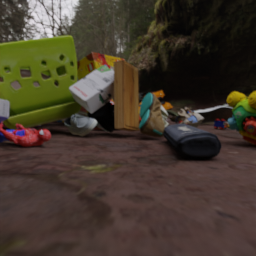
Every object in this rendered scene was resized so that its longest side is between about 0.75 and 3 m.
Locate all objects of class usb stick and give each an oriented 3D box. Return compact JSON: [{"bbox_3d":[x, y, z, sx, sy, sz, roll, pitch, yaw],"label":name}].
[{"bbox_3d":[1.174,0.202,5.676,0.760,0.447,2.741,1,4,3],"label":"usb stick"}]

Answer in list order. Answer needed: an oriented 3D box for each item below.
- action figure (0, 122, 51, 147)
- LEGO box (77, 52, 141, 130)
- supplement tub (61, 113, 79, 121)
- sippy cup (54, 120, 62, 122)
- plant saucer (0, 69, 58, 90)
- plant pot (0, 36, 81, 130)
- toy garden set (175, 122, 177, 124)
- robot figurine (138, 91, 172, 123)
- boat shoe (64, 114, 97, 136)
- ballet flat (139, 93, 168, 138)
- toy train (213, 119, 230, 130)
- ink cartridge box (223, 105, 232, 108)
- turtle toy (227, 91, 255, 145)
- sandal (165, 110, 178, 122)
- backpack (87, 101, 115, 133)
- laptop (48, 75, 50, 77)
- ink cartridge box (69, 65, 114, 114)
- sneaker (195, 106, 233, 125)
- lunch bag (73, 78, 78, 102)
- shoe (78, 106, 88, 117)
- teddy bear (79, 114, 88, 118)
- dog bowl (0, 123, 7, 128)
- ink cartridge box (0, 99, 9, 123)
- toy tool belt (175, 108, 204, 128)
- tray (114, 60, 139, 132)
[{"bbox_3d":[-2.629,0.145,6.279,2.207,0.570,0.722,4,0,25],"label":"action figure"},{"bbox_3d":[-0.754,-1.381,11.068,1.053,2.728,2.032,-21,-8,36],"label":"LEGO box"},{"bbox_3d":[-2.640,-1.345,15.659,2.097,2.097,2.893,2,5,32],"label":"supplement tub"},{"bbox_3d":[-4.213,-0.890,16.702,1.203,1.642,1.290,23,-21,52],"label":"sippy cup"},{"bbox_3d":[-3.404,-1.260,9.636,2.160,0.346,2.160,16,38,-13],"label":"plant saucer"},{"bbox_3d":[-3.118,-1.307,9.262,2.735,2.481,2.721,-16,7,-26],"label":"plant pot"},{"bbox_3d":[3.027,-0.292,14.737,1.002,0.200,0.835,0,2,-13],"label":"toy garden set"},{"bbox_3d":[1.130,-1.100,15.223,2.430,1.762,0.707,-23,-16,-24],"label":"robot figurine"},{"bbox_3d":[-1.484,-0.123,8.254,0.564,0.553,1.584,45,-25,-23],"label":"boat shoe"},{"bbox_3d":[0.786,-0.334,8.153,0.832,0.780,2.299,31,20,-9],"label":"ballet flat"},{"bbox_3d":[3.763,-0.084,10.726,0.535,0.392,0.925,13,-1,-21],"label":"toy train"},{"bbox_3d":[6.699,-0.810,16.014,2.041,1.046,2.762,1,5,9],"label":"ink cartridge box"},{"bbox_3d":[2.932,-0.095,5.967,1.395,0.967,1.914,24,0,-16],"label":"turtle toy"},{"bbox_3d":[2.255,-0.443,13.293,1.443,0.412,0.573,31,-6,23],"label":"sandal"},{"bbox_3d":[-0.738,-0.353,8.843,0.662,0.873,1.046,36,-11,45],"label":"backpack"},{"bbox_3d":[-4.292,-1.894,13.339,2.834,1.642,2.654,11,-4,26],"label":"laptop"},{"bbox_3d":[-0.929,-1.179,8.434,1.369,0.577,1.000,-38,48,-17],"label":"ink cartridge box"},{"bbox_3d":[4.229,-0.629,14.057,2.541,0.925,1.076,-1,6,0],"label":"sneaker"},{"bbox_3d":[-1.760,-1.707,13.008,2.462,1.715,2.065,0,-23,-32],"label":"lunch bag"},{"bbox_3d":[-1.744,-0.962,11.757,0.586,0.746,1.639,-17,18,-22],"label":"shoe"},{"bbox_3d":[-1.287,-0.578,13.008,2.883,0.962,2.090,-2,3,-9],"label":"teddy bear"},{"bbox_3d":[-4.642,-1.049,12.110,2.843,1.048,2.843,-10,31,6],"label":"dog bowl"},{"bbox_3d":[-4.251,-0.347,6.646,2.188,0.489,1.928,-18,-22,39],"label":"ink cartridge box"},{"bbox_3d":[2.033,-0.332,9.989,1.282,0.800,0.788,-11,54,-45],"label":"toy tool belt"},{"bbox_3d":[-0.026,-0.888,8.111,0.353,1.907,0.941,-6,-8,28],"label":"tray"}]
